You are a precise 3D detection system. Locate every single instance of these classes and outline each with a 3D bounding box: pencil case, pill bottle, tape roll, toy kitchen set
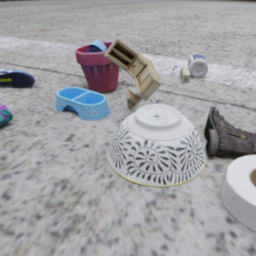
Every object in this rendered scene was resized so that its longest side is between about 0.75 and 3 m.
[{"bbox_3d":[-4.922,-0.197,9.397,0.813,0.883,1.910,40,45,11],"label":"pencil case"},{"bbox_3d":[3.573,-3.305,14.491,0.943,0.943,1.697,3,32,6],"label":"pill bottle"},{"bbox_3d":[3.340,1.540,6.660,2.093,0.732,2.093,0,32,0],"label":"tape roll"},{"bbox_3d":[-0.104,-1.745,9.679,1.741,1.574,1.930,31,25,-22],"label":"toy kitchen set"}]

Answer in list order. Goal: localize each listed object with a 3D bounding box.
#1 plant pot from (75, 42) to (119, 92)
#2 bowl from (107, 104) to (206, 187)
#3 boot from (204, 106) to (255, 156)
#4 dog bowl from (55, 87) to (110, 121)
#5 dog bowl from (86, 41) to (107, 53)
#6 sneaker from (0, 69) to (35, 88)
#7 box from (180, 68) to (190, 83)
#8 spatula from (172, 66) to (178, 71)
[{"bbox_3d":[-1.217,-2.674,12.457,2.060,1.844,2.060,-4,29,2],"label":"plant pot"},{"bbox_3d":[0.835,0.201,8.239,2.995,1.406,2.995,-1,31,0],"label":"bowl"},{"bbox_3d":[3.552,0.263,8.841,2.124,0.845,2.439,8,39,8],"label":"boot"},{"bbox_3d":[-1.838,-1.021,11.044,2.432,0.603,1.356,20,36,28],"label":"dog bowl"},{"bbox_3d":[-1.388,-3.173,12.064,0.835,1.498,0.371,35,62,-9],"label":"dog bowl"},{"bbox_3d":[-5.371,-2.382,13.118,2.210,0.817,0.909,5,29,7],"label":"sneaker"},{"bbox_3d":[2.806,-2.608,13.833,0.373,0.448,1.090,2,30,3],"label":"box"},{"bbox_3d":[2.510,-3.237,15.223,0.217,0.079,0.768,11,33,20],"label":"spatula"}]
